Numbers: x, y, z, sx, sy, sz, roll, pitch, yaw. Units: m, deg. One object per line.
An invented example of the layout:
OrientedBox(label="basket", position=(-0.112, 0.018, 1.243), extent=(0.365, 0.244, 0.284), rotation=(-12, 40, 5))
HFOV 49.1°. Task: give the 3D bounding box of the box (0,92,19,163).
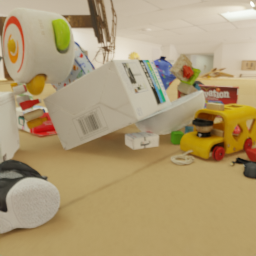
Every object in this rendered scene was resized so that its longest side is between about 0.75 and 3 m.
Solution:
OrientedBox(label="box", position=(-3.556, -0.011, 7.104), extent=(1.094, 1.674, 1.665), rotation=(-2, 13, -8))

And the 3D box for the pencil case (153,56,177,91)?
OrientedBox(label="pencil case", position=(0.835, -1.555, 11.492), extent=(1.228, 2.828, 1.104), rotation=(28, 42, -11))

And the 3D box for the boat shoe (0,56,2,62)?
OrientedBox(label="boat shoe", position=(-3.921, -2.041, 8.027), extent=(0.967, 0.299, 0.352), rotation=(29, -12, 35))

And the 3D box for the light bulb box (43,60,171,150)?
OrientedBox(label="light bulb box", position=(-0.513, -0.782, 8.500), extent=(2.665, 1.678, 2.689), rotation=(-21, 2, 30))

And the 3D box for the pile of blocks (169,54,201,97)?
OrientedBox(label="pile of blocks", position=(2.512, -1.460, 10.601), extent=(1.119, 2.726, 0.847), rotation=(-36, 36, -15))

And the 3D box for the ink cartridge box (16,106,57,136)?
OrientedBox(label="ink cartridge box", position=(-3.283, -0.294, 10.343), extent=(2.076, 0.698, 1.206), rotation=(15, 17, 41))

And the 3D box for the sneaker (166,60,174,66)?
OrientedBox(label="sneaker", position=(1.501, -2.464, 12.892), extent=(0.658, 0.749, 1.870), rotation=(-5, -7, -26))

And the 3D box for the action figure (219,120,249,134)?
OrientedBox(label="action figure", position=(3.598, -0.077, 10.293), extent=(0.568, 0.449, 1.737), rotation=(-8, 18, -39))

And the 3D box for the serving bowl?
OrientedBox(label="serving bowl", position=(1.507, -0.377, 9.560), extent=(2.532, 0.833, 2.532), rotation=(-26, 4, 2))

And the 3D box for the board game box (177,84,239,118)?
OrientedBox(label="board game box", position=(3.633, -1.268, 13.066), extent=(2.785, 1.434, 0.271), rotation=(8, 19, 32))

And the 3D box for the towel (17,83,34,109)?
OrientedBox(label="towel", position=(-3.812, -1.229, 10.275), extent=(0.119, 1.014, 0.773), rotation=(-16, -12, 24))

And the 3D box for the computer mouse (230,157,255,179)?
OrientedBox(label="computer mouse", position=(2.740, 0.868, 6.535), extent=(0.722, 0.237, 1.029), rotation=(8, 15, 28))

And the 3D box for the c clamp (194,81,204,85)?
OrientedBox(label="c clamp", position=(3.560, -1.848, 13.693), extent=(1.048, 0.166, 1.227), rotation=(37, -21, -1))

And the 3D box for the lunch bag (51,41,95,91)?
OrientedBox(label="lunch bag", position=(-1.960, -1.935, 9.227), extent=(1.879, 1.506, 0.710), rotation=(-27, 11, 44))

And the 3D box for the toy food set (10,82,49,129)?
OrientedBox(label="toy food set", position=(-2.653, -0.692, 7.589), extent=(0.593, 1.318, 0.629), rotation=(-23, 2, -22))

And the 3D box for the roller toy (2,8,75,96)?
OrientedBox(label="roller toy", position=(-2.651, -2.255, 8.001), extent=(1.551, 2.219, 2.024), rotation=(-9, 42, -41))

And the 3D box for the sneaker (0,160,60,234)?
OrientedBox(label="sneaker", position=(-2.312, 1.073, 4.414), extent=(2.279, 0.860, 1.297), rotation=(1, 11, -23))

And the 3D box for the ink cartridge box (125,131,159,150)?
OrientedBox(label="ink cartridge box", position=(0.405, 0.367, 8.415), extent=(0.855, 0.363, 0.623), rotation=(-4, 14, -24))

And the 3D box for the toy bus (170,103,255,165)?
OrientedBox(label="toy bus", position=(2.445, -0.010, 7.794), extent=(2.474, 1.355, 2.622), rotation=(1, 13, 8))
